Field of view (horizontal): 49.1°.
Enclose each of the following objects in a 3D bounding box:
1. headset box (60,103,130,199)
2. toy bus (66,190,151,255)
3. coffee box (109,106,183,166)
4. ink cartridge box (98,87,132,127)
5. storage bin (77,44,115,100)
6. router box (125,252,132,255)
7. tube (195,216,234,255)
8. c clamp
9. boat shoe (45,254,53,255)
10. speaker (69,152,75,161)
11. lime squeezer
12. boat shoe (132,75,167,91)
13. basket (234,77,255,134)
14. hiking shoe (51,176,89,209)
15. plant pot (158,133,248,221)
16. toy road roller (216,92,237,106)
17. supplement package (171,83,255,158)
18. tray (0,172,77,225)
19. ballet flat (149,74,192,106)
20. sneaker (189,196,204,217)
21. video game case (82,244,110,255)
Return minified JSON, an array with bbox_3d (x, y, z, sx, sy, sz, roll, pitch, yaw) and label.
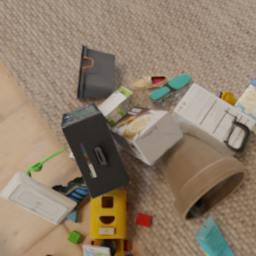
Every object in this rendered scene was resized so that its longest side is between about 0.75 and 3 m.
[{"bbox_3d":[-1.115,0.596,8.957,1.259,2.713,2.362,-22,103,-7],"label":"headset box"},{"bbox_3d":[-0.652,3.276,9.189,2.651,1.370,2.502,42,77,12],"label":"toy bus"},{"bbox_3d":[0.473,0.151,9.559,1.462,2.556,1.019,-39,110,-12],"label":"coffee box"},{"bbox_3d":[-0.431,-0.817,10.480,1.378,0.522,1.018,-42,32,-4],"label":"ink cartridge box"},{"bbox_3d":[-1.246,-2.174,11.069,1.370,1.485,2.040,5,71,-9],"label":"storage bin"},{"bbox_3d":[0.206,4.868,9.134,1.254,0.327,0.986,37,75,3],"label":"router box"},{"bbox_3d":[3.058,4.279,8.803,1.094,0.712,2.825,-29,90,-48],"label":"tube"},{"bbox_3d":[3.490,0.182,9.237,1.084,0.172,1.269,24,69,-3],"label":"c clamp"},{"bbox_3d":[-1.821,4.656,8.941,2.069,0.746,0.744,23,112,11],"label":"boat shoe"},{"bbox_3d":[-1.895,0.764,10.560,0.370,0.370,0.912,17,73,6],"label":"speaker"},{"bbox_3d":[-2.934,1.528,9.172,0.832,0.444,2.356,30,99,1],"label":"lime squeezer"},{"bbox_3d":[0.883,-1.892,11.360,1.455,0.503,0.536,-11,73,-3],"label":"boat shoe"},{"bbox_3d":[5.260,-1.034,10.318,2.457,1.709,2.166,-44,76,16],"label":"basket"},{"bbox_3d":[-1.836,2.342,9.944,2.213,0.823,0.959,-16,101,-10],"label":"hiking shoe"},{"bbox_3d":[2.231,1.438,9.455,2.613,2.613,2.279,-30,55,-9],"label":"plant pot"},{"bbox_3d":[3.729,-0.918,10.766,0.604,0.717,0.982,20,91,-16],"label":"toy road roller"},{"bbox_3d":[2.934,-0.139,10.229,2.531,1.480,1.485,35,70,10],"label":"supplement package"},{"bbox_3d":[-2.938,2.421,9.187,2.249,0.249,1.207,36,108,-21],"label":"tray"},{"bbox_3d":[1.651,-1.457,11.075,1.962,0.706,0.706,-30,74,-13],"label":"ballet flat"},{"bbox_3d":[2.166,1.941,9.362,0.649,0.884,1.954,-2,52,0],"label":"sneaker"},{"bbox_3d":[-0.936,4.146,8.678,0.922,0.112,1.012,-2,101,24],"label":"video game case"}]
